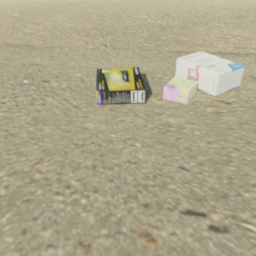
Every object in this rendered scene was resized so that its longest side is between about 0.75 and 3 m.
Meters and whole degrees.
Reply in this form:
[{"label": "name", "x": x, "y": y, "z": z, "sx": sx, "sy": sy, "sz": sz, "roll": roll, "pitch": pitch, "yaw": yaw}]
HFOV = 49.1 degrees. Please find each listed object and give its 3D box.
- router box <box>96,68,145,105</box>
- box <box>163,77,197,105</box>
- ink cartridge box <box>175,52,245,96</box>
[{"label": "router box", "x": -0.374, "y": -1.818, "z": 11.837, "sx": 1.936, "sy": 0.643, "sz": 2.462, "roll": -3, "pitch": 32, "yaw": -4}, {"label": "box", "x": 2.147, "y": -1.543, "z": 11.491, "sx": 1.041, "sy": 0.572, "sz": 1.184, "roll": 16, "pitch": 35, "yaw": 24}, {"label": "ink cartridge box", "x": 3.576, "y": -2.502, "z": 12.568, "sx": 1.766, "sy": 1.034, "sz": 2.444, "roll": -21, "pitch": 39, "yaw": -29}]
